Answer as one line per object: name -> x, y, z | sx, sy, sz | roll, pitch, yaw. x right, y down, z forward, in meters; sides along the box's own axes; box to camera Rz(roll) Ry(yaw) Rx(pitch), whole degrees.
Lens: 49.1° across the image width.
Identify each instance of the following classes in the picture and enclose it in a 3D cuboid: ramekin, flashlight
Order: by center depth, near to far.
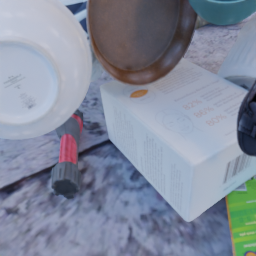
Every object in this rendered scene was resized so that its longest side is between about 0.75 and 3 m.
ramekin -> 3.333, -0.875, 5.918 | 2.992, 2.992, 1.570 | 35, 82, 29
flashlight -> -1.337, 0.401, 6.118 | 0.730, 0.732, 2.155 | 23, 35, -25

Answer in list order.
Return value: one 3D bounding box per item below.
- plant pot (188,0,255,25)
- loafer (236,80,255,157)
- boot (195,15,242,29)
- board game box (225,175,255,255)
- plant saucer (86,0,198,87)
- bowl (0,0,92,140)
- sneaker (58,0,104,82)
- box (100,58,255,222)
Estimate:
plant pot -> 1.461, -2.178, 4.100 | 1.376, 1.104, 1.376 | -2, 83, 14
loafer -> 1.647, -0.335, 3.321 | 0.543, 1.512, 0.476 | 21, 18, 23
boot -> 3.208, -4.536, 10.868 | 1.923, 0.698, 1.749 | -17, 63, -6
board game box -> 2.331, 1.671, 4.780 | 1.130, 0.355, 2.366 | -2, 30, 14
plant saucer -> 0.254, -1.861, 4.620 | 2.343, 2.343, 0.403 | -31, 39, -26
bowl -> -1.255, -0.591, 3.122 | 1.887, 1.887, 0.848 | -14, 28, -12
sneaker -> -0.990, -2.495, 5.103 | 1.914, 2.941, 1.174 | 25, 16, 16
box -> 1.105, -0.028, 5.770 | 2.187, 1.527, 2.872 | -25, 43, -21
